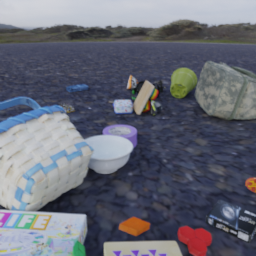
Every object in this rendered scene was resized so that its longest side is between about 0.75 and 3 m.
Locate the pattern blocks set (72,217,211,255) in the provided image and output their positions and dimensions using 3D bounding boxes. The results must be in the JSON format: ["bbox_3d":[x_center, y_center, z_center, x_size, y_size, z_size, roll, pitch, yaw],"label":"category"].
[{"bbox_3d":[0.327,2.110,4.067,2.337,0.189,2.054,8,24,-7],"label":"pattern blocks set"}]

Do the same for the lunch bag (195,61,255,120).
[{"bbox_3d":[4.259,-1.468,11.373,2.321,1.928,2.767,13,21,-8],"label":"lunch bag"}]

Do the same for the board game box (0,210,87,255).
[{"bbox_3d":[-1.991,1.989,4.460,2.364,0.405,1.589,2,22,4],"label":"board game box"}]

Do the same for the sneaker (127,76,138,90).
[{"bbox_3d":[0.294,-2.445,15.534,0.599,0.607,1.551,10,28,0],"label":"sneaker"}]

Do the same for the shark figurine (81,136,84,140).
[{"bbox_3d":[-1.480,0.371,8.185,1.162,0.485,0.694,21,48,24],"label":"shark figurine"}]

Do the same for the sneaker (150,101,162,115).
[{"bbox_3d":[1.168,-0.846,11.607,0.502,0.458,1.241,5,23,3],"label":"sneaker"}]

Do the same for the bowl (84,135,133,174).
[{"bbox_3d":[-0.592,0.752,7.280,1.424,0.640,1.424,0,21,0],"label":"bowl"}]

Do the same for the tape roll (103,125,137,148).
[{"bbox_3d":[-0.257,0.295,8.703,1.051,0.447,1.051,0,21,0],"label":"tape roll"}]

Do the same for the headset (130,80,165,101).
[{"bbox_3d":[1.055,-1.751,13.774,1.344,1.022,2.176,16,42,36],"label":"headset"}]

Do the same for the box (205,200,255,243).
[{"bbox_3d":[2.017,1.761,5.357,0.842,0.183,0.674,17,27,37],"label":"box"}]

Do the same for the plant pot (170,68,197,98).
[{"bbox_3d":[2.630,-2.089,13.850,1.337,1.337,1.270,8,37,20],"label":"plant pot"}]

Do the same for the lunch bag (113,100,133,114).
[{"bbox_3d":[-0.232,-0.893,11.797,0.821,0.387,1.024,-4,23,-4],"label":"lunch bag"}]

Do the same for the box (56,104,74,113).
[{"bbox_3d":[-2.750,-0.819,11.862,0.783,0.193,0.625,19,30,39],"label":"box"}]

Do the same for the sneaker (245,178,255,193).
[{"bbox_3d":[3.197,1.313,6.373,1.097,0.400,0.423,4,1,-2],"label":"sneaker"}]

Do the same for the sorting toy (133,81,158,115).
[{"bbox_3d":[0.735,-1.190,11.503,0.439,1.261,1.254,25,14,-15],"label":"sorting toy"}]

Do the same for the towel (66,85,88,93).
[{"bbox_3d":[-2.756,-2.162,15.135,1.101,0.267,0.614,-16,26,-34],"label":"towel"}]

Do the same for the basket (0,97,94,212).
[{"bbox_3d":[-2.378,0.395,6.045,2.764,1.923,2.437,44,38,17],"label":"basket"}]
